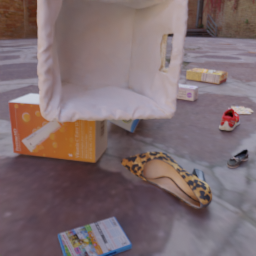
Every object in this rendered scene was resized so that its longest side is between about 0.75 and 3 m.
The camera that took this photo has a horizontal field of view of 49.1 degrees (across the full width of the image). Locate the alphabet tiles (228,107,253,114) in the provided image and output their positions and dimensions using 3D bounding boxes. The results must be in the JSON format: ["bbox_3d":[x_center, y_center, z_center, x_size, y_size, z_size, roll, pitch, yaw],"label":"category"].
[{"bbox_3d":[4.284,-0.657,10.678,0.834,0.061,0.816,0,23,0],"label":"alphabet tiles"}]

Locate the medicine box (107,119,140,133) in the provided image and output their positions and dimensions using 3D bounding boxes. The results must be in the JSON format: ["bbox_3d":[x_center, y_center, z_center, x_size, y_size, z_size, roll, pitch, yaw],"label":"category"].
[{"bbox_3d":[0.177,-1.106,9.206,1.004,1.776,1.950,25,22,-5],"label":"medicine box"}]

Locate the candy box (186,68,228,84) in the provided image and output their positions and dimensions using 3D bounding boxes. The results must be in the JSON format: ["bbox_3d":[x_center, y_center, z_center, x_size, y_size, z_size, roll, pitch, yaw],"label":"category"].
[{"bbox_3d":[4.347,-2.892,15.513,1.942,0.537,1.121,16,26,35],"label":"candy box"}]

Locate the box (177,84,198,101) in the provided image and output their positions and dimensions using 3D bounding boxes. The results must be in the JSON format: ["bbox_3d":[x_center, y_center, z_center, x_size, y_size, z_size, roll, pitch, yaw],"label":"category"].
[{"bbox_3d":[1.726,-1.735,12.670,2.804,0.543,0.581,14,26,30],"label":"box"}]

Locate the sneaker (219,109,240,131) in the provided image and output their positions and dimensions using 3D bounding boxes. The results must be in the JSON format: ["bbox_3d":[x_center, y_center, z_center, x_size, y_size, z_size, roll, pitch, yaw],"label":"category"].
[{"bbox_3d":[3.395,-0.365,9.229,0.551,0.608,1.432,11,24,24],"label":"sneaker"}]

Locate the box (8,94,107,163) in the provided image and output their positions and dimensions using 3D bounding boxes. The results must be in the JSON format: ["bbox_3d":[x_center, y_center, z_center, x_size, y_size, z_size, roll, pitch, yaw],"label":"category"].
[{"bbox_3d":[-1.746,-0.048,7.290,2.245,1.396,1.094,5,18,11],"label":"box"}]

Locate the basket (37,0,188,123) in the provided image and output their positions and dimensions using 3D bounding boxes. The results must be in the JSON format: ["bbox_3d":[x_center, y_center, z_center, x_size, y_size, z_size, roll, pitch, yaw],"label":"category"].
[{"bbox_3d":[-0.543,-1.746,6.079,2.824,2.799,2.271,-2,16,-20],"label":"basket"}]

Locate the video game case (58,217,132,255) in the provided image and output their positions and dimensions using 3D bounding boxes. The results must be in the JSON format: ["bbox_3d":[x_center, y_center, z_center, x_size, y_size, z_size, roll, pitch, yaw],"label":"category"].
[{"bbox_3d":[-0.552,1.832,4.533,1.019,0.091,0.729,-10,25,-23],"label":"video game case"}]

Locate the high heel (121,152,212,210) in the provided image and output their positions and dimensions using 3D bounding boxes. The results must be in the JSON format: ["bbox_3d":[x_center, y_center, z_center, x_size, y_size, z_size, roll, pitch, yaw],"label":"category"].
[{"bbox_3d":[0.707,1.031,5.642,1.908,0.681,1.360,12,17,5],"label":"high heel"}]

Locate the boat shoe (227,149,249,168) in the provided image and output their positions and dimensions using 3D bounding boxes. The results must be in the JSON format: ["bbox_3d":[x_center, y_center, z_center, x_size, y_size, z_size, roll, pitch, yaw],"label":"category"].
[{"bbox_3d":[2.737,0.748,6.991,0.840,0.239,0.281,-18,28,-37],"label":"boat shoe"}]
